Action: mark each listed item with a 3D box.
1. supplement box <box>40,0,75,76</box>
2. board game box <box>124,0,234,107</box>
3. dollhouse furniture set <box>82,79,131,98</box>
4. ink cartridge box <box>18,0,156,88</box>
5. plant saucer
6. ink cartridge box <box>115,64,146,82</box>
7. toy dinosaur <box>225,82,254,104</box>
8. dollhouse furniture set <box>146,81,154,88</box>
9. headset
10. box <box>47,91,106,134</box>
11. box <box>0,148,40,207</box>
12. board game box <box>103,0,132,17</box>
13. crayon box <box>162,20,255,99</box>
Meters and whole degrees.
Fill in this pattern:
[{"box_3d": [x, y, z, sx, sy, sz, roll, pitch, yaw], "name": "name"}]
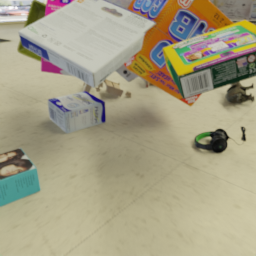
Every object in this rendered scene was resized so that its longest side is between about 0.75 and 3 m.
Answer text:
[{"box_3d": [-2.042, -2.866, 8.675, 1.117, 2.206, 1.140, 5, -12, -17], "name": "supplement box"}, {"box_3d": [1.451, -2.995, 9.479, 2.809, 2.807, 2.807, 24, 22, -30], "name": "board game box"}, {"box_3d": [-1.047, -1.788, 13.224, 2.016, 0.984, 1.719, 18, 23, -19], "name": "dollhouse furniture set"}, {"box_3d": [-0.962, -2.330, 7.030, 2.466, 0.502, 2.471, 32, 59, 21], "name": "ink cartridge box"}, {"box_3d": [-3.058, -3.631, 11.225, 2.140, 2.137, 0.512, 22, 17, -11], "name": "plant saucer"}, {"box_3d": [-0.371, -2.102, 9.340, 2.122, 0.416, 1.055, 37, 10, -9], "name": "ink cartridge box"}, {"box_3d": [4.727, -1.406, 12.095, 1.253, 0.943, 2.450, -1, 31, 31], "name": "toy dinosaur"}, {"box_3d": [1.773, -3.215, 13.892, 1.569, 2.226, 1.560, 6, 28, 12], "name": "dollhouse furniture set"}, {"box_3d": [2.818, 0.292, 8.655, 1.529, 0.718, 0.944, -1, 25, 23], "name": "headset"}, {"box_3d": [-1.889, -0.629, 10.316, 1.624, 0.852, 1.493, -18, 33, -33], "name": "box"}, {"box_3d": [-3.665, 1.430, 6.402, 2.933, 0.721, 1.207, -19, 33, -33], "name": "box"}, {"box_3d": [-0.667, -4.137, 10.302, 1.482, 1.475, 0.321, -2, 42, -27], "name": "board game box"}, {"box_3d": [1.918, -1.545, 6.079, 2.040, 0.595, 1.760, -17, 32, 7], "name": "crayon box"}]
